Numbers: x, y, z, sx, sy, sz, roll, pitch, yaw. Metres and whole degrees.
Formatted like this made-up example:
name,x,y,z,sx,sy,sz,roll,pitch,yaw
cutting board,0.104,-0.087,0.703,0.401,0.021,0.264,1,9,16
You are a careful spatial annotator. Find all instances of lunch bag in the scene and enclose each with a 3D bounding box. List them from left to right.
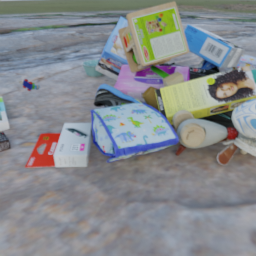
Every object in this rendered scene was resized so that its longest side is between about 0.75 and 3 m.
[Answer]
name,x,y,z,sx,sy,sz,roll,pitch,yaw
lunch bag,0.089,0.153,7.084,1.641,1.230,1.930,-11,20,-21
lunch bag,5.673,-2.945,13.453,1.391,0.884,1.179,28,39,26

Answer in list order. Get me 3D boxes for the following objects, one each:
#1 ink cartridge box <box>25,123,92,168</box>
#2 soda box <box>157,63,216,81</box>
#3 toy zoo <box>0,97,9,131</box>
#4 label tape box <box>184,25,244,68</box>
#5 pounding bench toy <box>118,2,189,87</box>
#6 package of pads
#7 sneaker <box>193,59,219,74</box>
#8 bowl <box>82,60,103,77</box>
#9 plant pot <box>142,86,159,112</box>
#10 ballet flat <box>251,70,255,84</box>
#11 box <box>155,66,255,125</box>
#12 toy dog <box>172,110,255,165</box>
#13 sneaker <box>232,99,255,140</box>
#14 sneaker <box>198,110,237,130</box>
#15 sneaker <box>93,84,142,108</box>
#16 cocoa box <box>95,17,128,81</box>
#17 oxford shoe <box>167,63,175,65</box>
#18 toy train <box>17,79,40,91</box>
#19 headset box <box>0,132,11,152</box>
name,x,y,z,sx,sy,sz,roll,pitch,yaw
ink cartridge box,-1.783,0.414,7.499,1.538,0.386,1.772,0,27,-3
soda box,2.092,-2.023,11.513,2.745,0.971,0.869,17,32,31
toy zoo,-4.877,-0.301,8.954,1.852,0.289,2.823,-12,30,-22
label tape box,3.736,-3.454,12.020,2.091,0.965,2.919,37,31,23
pounding bench toy,0.870,-2.434,9.340,1.563,2.515,1.962,-19,7,-9
package of pads,0.853,-1.523,10.193,2.653,1.004,1.598,4,48,12
sneaker,3.599,-2.423,12.410,1.088,0.958,2.440,18,41,34
bowl,-1.595,-2.826,13.463,1.197,0.626,1.197,1,27,0
plant pot,0.938,-0.887,9.008,0.927,0.864,0.864,40,20,-19
ballet flat,3.955,-1.446,9.841,1.000,0.957,2.842,-15,6,4
box,2.143,-0.864,7.843,2.634,0.660,0.991,-15,67,9
toy dog,2.107,0.406,7.143,2.276,1.096,1.501,22,25,12
sneaker,3.553,0.042,6.643,2.644,0.950,0.958,19,-24,-34
sneaker,2.405,-0.673,8.824,2.798,1.109,1.055,8,30,17
sneaker,-0.104,-0.533,8.905,2.401,0.995,0.851,30,3,24
cocoa box,-0.267,-3.302,11.956,1.424,1.401,2.135,26,61,-12
oxford shoe,1.770,-2.954,13.831,1.366,0.511,0.481,-18,32,-30
toy train,-3.773,-1.670,10.635,0.812,0.344,0.470,30,18,28
headset box,-3.659,0.438,7.530,0.787,0.295,0.585,-19,33,-32
